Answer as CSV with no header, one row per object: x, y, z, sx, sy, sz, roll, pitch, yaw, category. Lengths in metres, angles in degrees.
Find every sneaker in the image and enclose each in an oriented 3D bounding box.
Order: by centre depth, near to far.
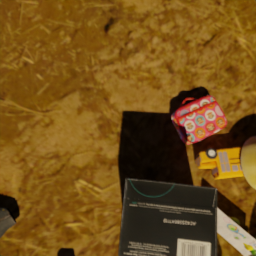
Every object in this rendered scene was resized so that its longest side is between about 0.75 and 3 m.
-4.304,2.528,8.585,0.989,0.696,1.862,-39,83,-18,sneaker

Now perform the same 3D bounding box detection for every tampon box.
0.958,2.462,7.318,2.130,2.842,1.794,5,74,6,tampon box

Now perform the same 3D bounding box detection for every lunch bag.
2.322,-0.352,9.391,1.634,0.669,1.439,-25,83,-11,lunch bag

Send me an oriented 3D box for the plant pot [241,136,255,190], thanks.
4.482,1.008,8.370,1.756,1.246,1.756,7,75,-27,plant pot

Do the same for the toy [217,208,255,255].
3.069,2.952,8.252,1.739,1.001,0.411,43,53,14,toy

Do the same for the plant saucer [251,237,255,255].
4.661,3.765,7.246,2.968,0.571,2.968,-9,76,37,plant saucer

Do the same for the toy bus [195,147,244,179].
3.399,1.091,8.966,2.334,0.760,0.914,-6,72,-3,toy bus
